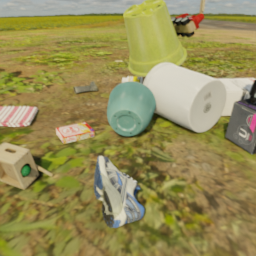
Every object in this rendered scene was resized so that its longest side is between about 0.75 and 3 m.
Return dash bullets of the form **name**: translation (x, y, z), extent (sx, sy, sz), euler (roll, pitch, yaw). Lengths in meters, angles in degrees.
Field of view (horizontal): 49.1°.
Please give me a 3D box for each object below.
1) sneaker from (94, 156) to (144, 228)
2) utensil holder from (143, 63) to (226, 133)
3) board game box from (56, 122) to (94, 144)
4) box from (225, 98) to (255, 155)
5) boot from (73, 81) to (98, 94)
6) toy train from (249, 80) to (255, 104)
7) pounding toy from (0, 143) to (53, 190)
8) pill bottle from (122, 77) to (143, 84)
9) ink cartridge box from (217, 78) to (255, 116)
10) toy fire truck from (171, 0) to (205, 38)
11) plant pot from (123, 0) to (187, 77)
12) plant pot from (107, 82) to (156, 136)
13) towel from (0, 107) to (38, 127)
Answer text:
- **sneaker**: translation (-0.261, 1.500, 6.872), extent (0.960, 0.868, 2.254), euler (2, 30, -20)
- **utensil holder**: translation (2.156, -1.206, 10.976), extent (2.190, 2.190, 2.577), euler (-17, 33, -32)
- **board game box**: translation (-1.926, 0.172, 10.157), extent (1.158, 0.268, 0.877), euler (-14, 28, -27)
- **box**: translation (4.736, -0.228, 9.529), extent (2.368, 1.447, 1.256), euler (-13, 33, -24)
- **boot**: translation (-2.340, -2.161, 15.103), extent (1.214, 0.440, 1.104), euler (-14, 26, -14)
- **toy train**: translation (4.287, -1.971, 8.531), extent (0.589, 2.572, 0.439), euler (17, 10, -1)
- **pounding toy**: translation (-2.864, 1.030, 7.541), extent (1.190, 1.096, 0.846), euler (12, 39, 24)
- **pill bottle**: translation (0.238, -2.550, 15.598), extent (1.108, 0.617, 0.617), euler (4, 25, 8)
- **ink cartridge box**: translation (4.552, -1.405, 12.443), extent (2.817, 1.188, 2.057), euler (0, 25, -1)
- **toy fire truck**: translation (2.742, -4.861, 12.264), extent (1.596, 1.027, 1.404), euler (-38, 30, -9)
- **plant pot**: translation (0.982, -4.048, 12.245), extent (2.739, 2.518, 2.739), euler (-13, 38, 11)
- **plant pot**: translation (0.038, -0.549, 10.108), extent (1.796, 1.796, 1.442), euler (4, 36, 9)
- **towel**: translation (-5.043, -0.459, 11.511), extent (2.369, 0.354, 1.734), euler (0, 25, -6)
